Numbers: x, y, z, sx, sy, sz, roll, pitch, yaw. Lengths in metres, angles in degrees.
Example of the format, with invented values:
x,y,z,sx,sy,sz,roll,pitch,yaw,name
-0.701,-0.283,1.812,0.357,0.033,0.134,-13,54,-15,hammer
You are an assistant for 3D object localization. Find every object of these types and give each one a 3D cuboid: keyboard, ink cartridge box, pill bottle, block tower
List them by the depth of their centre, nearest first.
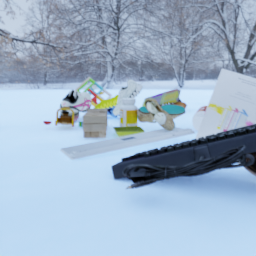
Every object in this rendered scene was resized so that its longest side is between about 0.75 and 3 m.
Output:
x,y,z,sx,sy,sz,roll,pitch,yaw,name
0.984,0.276,3.640,2.801,0.288,1.780,-17,3,28,keyboard
1.947,-0.122,5.101,1.016,1.623,1.043,23,17,21,ink cartridge box
0.063,0.278,6.102,2.947,0.157,0.829,-10,7,-27,keyboard
2.104,-0.255,7.824,0.549,0.549,0.979,4,20,24,pill bottle
-0.893,-0.174,7.872,0.633,0.591,2.188,0,8,-2,block tower
0.015,-0.375,8.090,0.528,0.936,0.528,0,10,0,pill bottle

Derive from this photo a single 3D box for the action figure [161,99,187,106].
x,y,z,sx,sy,sz,roll,pitch,yaw,name
2.133,-1.304,13.979,1.662,0.848,0.988,-6,7,-19,action figure

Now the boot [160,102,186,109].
x,y,z,sx,sy,sz,roll,pitch,yaw,name
1.957,-0.881,12.671,1.225,0.451,0.948,-9,3,27,boot

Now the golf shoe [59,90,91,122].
x,y,z,sx,sy,sz,roll,pitch,yaw,name
-1.837,-0.986,10.230,0.750,0.951,2.066,11,28,8,golf shoe

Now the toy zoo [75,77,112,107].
x,y,z,sx,sy,sz,roll,pitch,yaw,name
-1.437,-1.465,12.494,1.049,1.599,0.164,-51,0,-34,toy zoo

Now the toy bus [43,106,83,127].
x,y,z,sx,sy,sz,roll,pitch,yaw,name
-1.928,-0.360,8.605,1.164,0.601,1.098,7,3,32,toy bus

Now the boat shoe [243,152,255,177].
x,y,z,sx,sy,sz,roll,pitch,yaw,name
2.267,0.497,3.057,0.771,0.931,2.592,-20,10,-9,boat shoe

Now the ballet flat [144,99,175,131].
x,y,z,sx,sy,sz,roll,pitch,yaw,name
0.699,-0.315,6.662,0.353,0.381,1.081,8,33,-40,ballet flat

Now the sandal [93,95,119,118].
x,y,z,sx,sy,sz,roll,pitch,yaw,name
-0.678,-0.700,10.864,1.951,0.849,0.775,-11,33,46,sandal

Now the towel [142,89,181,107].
x,y,z,sx,sy,sz,roll,pitch,yaw,name
1.573,-1.334,13.342,1.867,0.213,1.341,-15,26,21,towel

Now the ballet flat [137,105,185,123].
x,y,z,sx,sy,sz,roll,pitch,yaw,name
0.937,-0.376,8.132,1.496,0.488,0.528,-1,37,-17,ballet flat

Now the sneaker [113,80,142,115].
x,y,z,sx,sy,sz,roll,pitch,yaw,name
-0.133,-1.026,9.421,0.578,1.426,0.536,33,28,-15,sneaker

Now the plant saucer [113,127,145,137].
x,y,z,sx,sy,sz,roll,pitch,yaw,name
0.002,0.117,7.452,0.768,0.184,0.767,-1,10,-8,plant saucer
